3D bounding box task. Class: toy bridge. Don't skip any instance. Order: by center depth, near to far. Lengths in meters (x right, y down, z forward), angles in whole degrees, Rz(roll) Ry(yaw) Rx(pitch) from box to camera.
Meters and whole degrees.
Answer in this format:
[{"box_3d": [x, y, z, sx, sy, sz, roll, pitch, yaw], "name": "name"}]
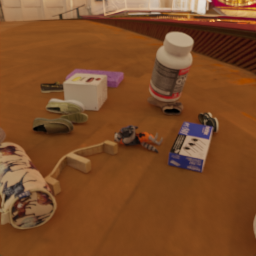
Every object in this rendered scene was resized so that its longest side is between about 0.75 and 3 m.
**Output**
[{"box_3d": [-1.542, 1.063, 8.539, 0.939, 0.380, 2.794, 17, 32, 34], "name": "toy bridge"}]

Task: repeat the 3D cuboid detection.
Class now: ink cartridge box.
[{"box_3d": [2.131, 0.562, 9.370, 1.075, 0.506, 2.287, 11, 29, 19], "name": "ink cartridge box"}]

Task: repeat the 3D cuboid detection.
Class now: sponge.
[{"box_3d": [-1.874, -2.862, 16.089, 2.985, 0.445, 1.665, 6, 29, 9], "name": "sponge"}]

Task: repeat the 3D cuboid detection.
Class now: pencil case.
[{"box_3d": [-2.886, 1.359, 7.191, 1.213, 1.055, 2.712, 8, 18, -40], "name": "pencil case"}]

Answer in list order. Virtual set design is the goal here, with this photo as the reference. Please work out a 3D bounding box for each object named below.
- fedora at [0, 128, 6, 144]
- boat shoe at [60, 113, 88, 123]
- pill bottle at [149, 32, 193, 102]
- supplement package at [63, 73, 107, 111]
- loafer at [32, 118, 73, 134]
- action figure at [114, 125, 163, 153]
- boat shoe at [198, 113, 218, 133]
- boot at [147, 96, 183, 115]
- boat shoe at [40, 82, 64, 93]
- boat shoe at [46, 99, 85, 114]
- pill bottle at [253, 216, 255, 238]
[{"box_3d": [-4.798, 0.715, 8.464, 2.322, 1.049, 2.054, -3, 26, 4], "name": "fedora"}, {"box_3d": [-2.144, -0.414, 11.295, 1.132, 0.423, 0.387, 0, 7, 9], "name": "boat shoe"}, {"box_3d": [1.799, -2.501, 11.644, 1.473, 2.660, 1.473, 5, 47, -5], "name": "pill bottle"}, {"box_3d": [-1.937, -1.703, 12.971, 1.583, 1.218, 1.656, 5, 26, 9], "name": "supplement package"}, {"box_3d": [-2.842, 0.011, 10.476, 1.629, 0.613, 0.567, 2, 40, 12], "name": "loafer"}, {"box_3d": [0.238, 0.364, 9.438, 1.597, 0.863, 1.651, 4, 3, 19], "name": "action figure"}, {"box_3d": [3.087, -0.201, 10.857, 0.459, 0.575, 1.522, 1, 15, -1], "name": "boat shoe"}, {"box_3d": [1.620, -0.994, 12.373, 1.613, 0.566, 1.179, 1, 31, 8], "name": "boot"}, {"box_3d": [-3.833, -2.174, 14.734, 1.500, 0.452, 0.535, -10, 29, -18], "name": "boat shoe"}, {"box_3d": [-2.724, -0.842, 12.142, 1.801, 0.648, 0.558, 7, 50, 23], "name": "boat shoe"}, {"box_3d": [4.041, 1.809, 5.815, 2.700, 1.537, 1.537, -14, 30, -26], "name": "pill bottle"}]
